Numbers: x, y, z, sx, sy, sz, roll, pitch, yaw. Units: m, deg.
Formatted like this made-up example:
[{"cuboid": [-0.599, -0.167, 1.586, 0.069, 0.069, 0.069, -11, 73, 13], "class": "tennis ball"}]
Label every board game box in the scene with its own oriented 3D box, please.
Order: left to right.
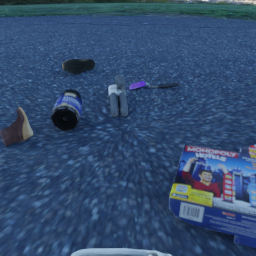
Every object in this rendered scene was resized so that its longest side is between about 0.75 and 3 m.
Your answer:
[{"cuboid": [2.296, 1.139, 5.746, 2.515, 0.776, 2.513, 9, 29, 17], "class": "board game box"}]

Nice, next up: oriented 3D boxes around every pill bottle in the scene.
[{"cuboid": [-1.848, -0.612, 8.652, 0.815, 0.815, 1.458, -1, 32, -2], "class": "pill bottle"}]

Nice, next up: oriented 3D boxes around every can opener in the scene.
[{"cuboid": [-0.371, -1.233, 9.975, 0.626, 0.785, 2.347, -2, 29, -4], "class": "can opener"}]

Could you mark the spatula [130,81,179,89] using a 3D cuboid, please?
[{"cuboid": [1.078, -1.757, 11.505, 2.027, 0.208, 0.573, 0, 29, 0], "class": "spatula"}]

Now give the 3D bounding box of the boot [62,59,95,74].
[{"cuboid": [-2.660, -3.011, 13.423, 1.229, 0.688, 1.777, 18, 20, 37], "class": "boot"}]

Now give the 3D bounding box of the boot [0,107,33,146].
[{"cuboid": [-3.205, -0.051, 7.843, 0.822, 0.357, 0.988, -22, 73, -18], "class": "boot"}]

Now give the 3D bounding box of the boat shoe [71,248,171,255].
[{"cuboid": [0.395, 2.168, 3.836, 2.562, 0.837, 0.943, 1, 29, 2], "class": "boat shoe"}]
